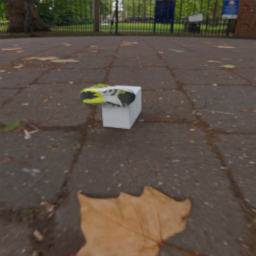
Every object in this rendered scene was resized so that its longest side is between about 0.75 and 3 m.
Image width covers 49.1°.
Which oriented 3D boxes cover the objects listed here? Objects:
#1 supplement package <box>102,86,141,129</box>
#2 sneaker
[{"bbox_3d":[-0.255,-1.052,13.504,1.338,1.333,2.280,6,26,14],"label":"supplement package"},{"bbox_3d":[-0.835,-1.535,12.068,2.405,0.896,1.018,5,35,9],"label":"sneaker"}]
